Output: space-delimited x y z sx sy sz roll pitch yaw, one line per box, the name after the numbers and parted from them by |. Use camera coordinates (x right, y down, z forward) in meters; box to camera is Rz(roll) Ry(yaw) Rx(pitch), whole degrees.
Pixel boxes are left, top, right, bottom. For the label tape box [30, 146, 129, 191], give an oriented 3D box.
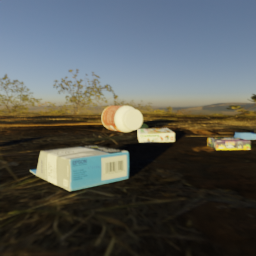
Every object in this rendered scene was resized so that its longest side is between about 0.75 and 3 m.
-1.224 0.819 6.652 1.516 0.699 2.116 -4 8 -40 | label tape box

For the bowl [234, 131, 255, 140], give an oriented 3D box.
6.121 0.362 13.884 1.646 0.323 1.646 -3 1 0 | bowl

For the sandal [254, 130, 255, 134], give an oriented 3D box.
6.249 0.512 12.275 2.380 0.536 0.894 15 -1 -43 | sandal

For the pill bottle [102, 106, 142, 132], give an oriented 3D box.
-0.387 -0.581 17.914 1.660 1.660 2.960 -3 5 -29 | pill bottle

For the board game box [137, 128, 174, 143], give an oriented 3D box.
1.290 0.344 13.781 1.602 0.439 2.537 -2 5 0 | board game box

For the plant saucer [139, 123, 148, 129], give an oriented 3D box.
1.000 -0.108 19.934 0.861 0.134 0.861 12 24 -5 | plant saucer

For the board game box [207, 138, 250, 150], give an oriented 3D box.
3.943 0.617 11.062 1.318 0.374 1.090 0 3 -2 | board game box
